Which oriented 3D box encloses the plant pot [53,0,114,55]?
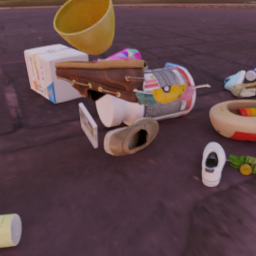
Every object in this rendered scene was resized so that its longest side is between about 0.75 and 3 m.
[{"bbox_3d":[-1.058,-2.816,7.987,1.701,1.207,1.701,-10,57,16],"label":"plant pot"}]

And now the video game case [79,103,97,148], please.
[{"bbox_3d":[-0.794,-0.028,5.626,0.077,0.856,0.613,-26,65,-19],"label":"video game case"}]

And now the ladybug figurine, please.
[{"bbox_3d":[3.583,-0.186,8.170,2.414,0.868,1.638,1,30,4],"label":"ladybug figurine"}]

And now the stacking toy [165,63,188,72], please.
[{"bbox_3d":[1.487,-1.692,11.117,1.077,1.018,1.856,26,48,29],"label":"stacking toy"}]

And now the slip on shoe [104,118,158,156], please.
[{"bbox_3d":[0.293,0.209,7.181,0.650,0.816,2.146,5,11,36],"label":"slip on shoe"}]

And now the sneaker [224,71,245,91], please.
[{"bbox_3d":[4.526,-2.059,11.932,0.713,0.643,1.741,18,32,21],"label":"sneaker"}]

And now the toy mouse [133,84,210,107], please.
[{"bbox_3d":[0.659,-0.566,4.985,1.438,0.278,1.278,-9,3,-12],"label":"toy mouse"}]

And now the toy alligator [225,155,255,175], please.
[{"bbox_3d":[2.854,0.856,6.780,1.540,0.370,0.510,15,32,25],"label":"toy alligator"}]

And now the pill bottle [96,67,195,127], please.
[{"bbox_3d":[0.533,-0.959,8.803,2.824,1.636,1.636,-13,31,-24],"label":"pill bottle"}]

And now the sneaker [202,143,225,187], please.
[{"bbox_3d":[2.068,0.732,6.719,0.548,0.532,1.502,5,33,15],"label":"sneaker"}]

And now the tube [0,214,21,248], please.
[{"bbox_3d":[-2.949,1.865,4.813,2.061,0.535,0.598,-6,-10,-1],"label":"tube"}]

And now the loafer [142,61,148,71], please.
[{"bbox_3d":[0.459,-2.667,12.757,1.044,0.926,2.745,-4,29,-8],"label":"loafer"}]

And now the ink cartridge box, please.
[{"bbox_3d":[-2.812,-2.207,11.123,1.625,1.654,2.247,-22,34,-34],"label":"ink cartridge box"}]

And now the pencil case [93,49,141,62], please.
[{"bbox_3d":[-0.313,-1.703,7.739,0.750,0.750,1.698,17,33,29],"label":"pencil case"}]

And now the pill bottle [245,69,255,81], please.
[{"bbox_3d":[5.769,-2.462,12.892,0.447,0.447,0.772,24,35,37],"label":"pill bottle"}]

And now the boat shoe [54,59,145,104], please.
[{"bbox_3d":[-0.736,-1.003,5.989,2.535,0.892,0.892,13,18,43],"label":"boat shoe"}]

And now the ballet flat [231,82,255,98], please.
[{"bbox_3d":[4.949,-1.480,10.963,1.747,0.618,0.618,-7,29,-4],"label":"ballet flat"}]
